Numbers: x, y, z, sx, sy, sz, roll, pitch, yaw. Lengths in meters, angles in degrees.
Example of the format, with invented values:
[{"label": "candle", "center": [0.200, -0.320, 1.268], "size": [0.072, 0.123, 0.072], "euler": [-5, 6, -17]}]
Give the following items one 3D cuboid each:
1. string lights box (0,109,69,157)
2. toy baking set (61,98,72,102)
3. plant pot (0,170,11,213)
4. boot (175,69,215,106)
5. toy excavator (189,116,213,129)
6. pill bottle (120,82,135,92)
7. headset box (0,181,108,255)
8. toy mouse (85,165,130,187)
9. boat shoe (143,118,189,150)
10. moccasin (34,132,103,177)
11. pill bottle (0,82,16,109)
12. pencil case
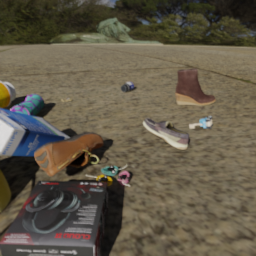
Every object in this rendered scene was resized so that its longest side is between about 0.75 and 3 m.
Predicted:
[{"label": "string lights box", "center": [-2.924, 0.151, 7.878], "size": [1.346, 0.773, 2.620], "euler": [32, 4, 20]}, {"label": "toy baking set", "center": [-3.312, -1.489, 14.966], "size": [0.547, 0.083, 0.713], "euler": [-11, 24, -33]}, {"label": "plant pot", "center": [-3.919, 1.148, 6.424], "size": [2.087, 1.482, 2.087], "euler": [0, 22, 0]}, {"label": "boot", "center": [3.431, -2.045, 14.025], "size": [2.144, 1.784, 0.776], "euler": [-3, 22, -7]}, {"label": "toy excavator", "center": [2.949, -0.155, 11.313], "size": [0.804, 0.401, 0.782], "euler": [-3, 18, 32]}, {"label": "pill bottle", "center": [-0.042, -2.428, 16.701], "size": [0.523, 0.523, 0.935], "euler": [12, 25, 28]}, {"label": "headset box", "center": [-1.274, 1.921, 5.377], "size": [1.590, 0.825, 2.137], "euler": [1, 20, 3]}, {"label": "toy mouse", "center": [-0.340, 1.323, 7.666], "size": [1.226, 0.237, 1.090], "euler": [13, 26, 30]}, {"label": "boat shoe", "center": [1.310, 0.054, 9.591], "size": [0.696, 0.627, 1.934], "euler": [1, 25, -44]}, {"label": "moccasin", "center": [-1.458, 0.737, 7.975], "size": [0.953, 1.005, 2.605], "euler": [-30, -5, 20]}, {"label": "pill bottle", "center": [-6.406, -1.378, 12.931], "size": [1.368, 1.368, 2.504], "euler": [7, 23, 18]}, {"label": "pencil case", "center": [-4.412, -0.864, 12.306], "size": [0.924, 0.851, 2.000], "euler": [28, 20, -8]}]
